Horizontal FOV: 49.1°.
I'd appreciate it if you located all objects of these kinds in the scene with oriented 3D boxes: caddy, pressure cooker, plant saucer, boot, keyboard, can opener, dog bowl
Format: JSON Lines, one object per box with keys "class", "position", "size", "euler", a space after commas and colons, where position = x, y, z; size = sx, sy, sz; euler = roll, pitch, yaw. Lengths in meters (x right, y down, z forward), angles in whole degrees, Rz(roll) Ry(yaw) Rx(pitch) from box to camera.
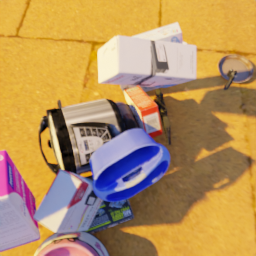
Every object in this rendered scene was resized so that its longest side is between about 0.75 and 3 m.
{"class": "caddy", "position": [0.043, 1.250, 8.686], "size": [2.551, 1.804, 1.339], "euler": [-32, 39, 0]}
{"class": "pressure cooker", "position": [-1.662, 0.423, 9.929], "size": [2.866, 2.560, 2.521], "euler": [-13, 52, -16]}
{"class": "plant saucer", "position": [4.954, -2.715, 13.033], "size": [1.625, 0.261, 1.625], "euler": [0, 63, -1]}
{"class": "boot", "position": [-0.036, 0.069, 10.872], "size": [0.795, 2.264, 1.655], "euler": [-16, 30, -13]}
{"class": "keyboard", "position": [1.170, -0.602, 10.661], "size": [0.517, 1.357, 2.607], "euler": [-8, 39, 1]}
{"class": "can opener", "position": [3.472, -1.621, 9.519], "size": [0.251, 0.791, 0.311], "euler": [-15, 47, -23]}
{"class": "dog bowl", "position": [-1.836, 4.585, 8.623], "size": [2.647, 0.976, 2.647], "euler": [0, 80, -1]}

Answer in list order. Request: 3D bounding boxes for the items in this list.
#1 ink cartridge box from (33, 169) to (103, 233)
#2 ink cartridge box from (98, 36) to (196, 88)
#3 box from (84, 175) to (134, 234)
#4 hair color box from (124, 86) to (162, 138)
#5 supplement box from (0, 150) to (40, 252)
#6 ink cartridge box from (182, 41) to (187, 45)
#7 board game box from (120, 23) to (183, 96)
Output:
{"class": "ink cartridge box", "position": [-1.645, 2.289, 8.629], "size": [0.876, 2.117, 1.542], "euler": [23, 81, 23]}
{"class": "ink cartridge box", "position": [0.541, -2.038, 9.104], "size": [2.690, 1.945, 1.133], "euler": [0, 89, -23]}
{"class": "box", "position": [-1.250, 2.729, 10.145], "size": [2.445, 0.541, 1.959], "euler": [-18, 66, -9]}
{"class": "hair color box", "position": [0.536, -0.644, 10.861], "size": [0.718, 1.245, 2.246], "euler": [-18, 29, -6]}
{"class": "supplement box", "position": [-3.611, 2.165, 7.791], "size": [1.515, 2.932, 1.484], "euler": [-15, 52, -10]}
{"class": "ink cartridge box", "position": [2.609, -3.729, 13.535], "size": [1.181, 0.283, 0.859], "euler": [34, 68, 17]}
{"class": "board game box", "position": [0.816, -2.517, 11.045], "size": [2.757, 2.770, 0.601], "euler": [-14, 60, 8]}
